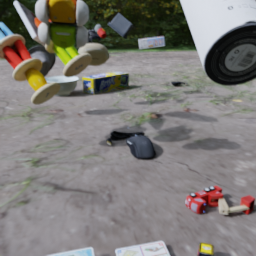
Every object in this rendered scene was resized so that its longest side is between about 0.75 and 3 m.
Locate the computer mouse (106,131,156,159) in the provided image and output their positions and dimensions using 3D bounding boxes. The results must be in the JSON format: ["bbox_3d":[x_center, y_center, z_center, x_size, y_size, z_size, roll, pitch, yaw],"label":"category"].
[{"bbox_3d":[0.030,0.345,7.469,1.195,0.392,1.702,-2,19,-8],"label":"computer mouse"}]

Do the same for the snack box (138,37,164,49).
[{"bbox_3d":[0.946,-3.434,11.317,1.030,0.370,0.125,-7,20,0],"label":"snack box"}]

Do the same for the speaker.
[{"bbox_3d":[1.429,-1.886,4.460,1.021,1.021,2.514,-1,51,-4],"label":"speaker"}]

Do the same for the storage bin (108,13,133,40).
[{"bbox_3d":[-0.257,-4.314,11.850,0.961,0.645,0.699,42,17,2],"label":"storage bin"}]

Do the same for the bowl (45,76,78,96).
[{"bbox_3d":[-3.258,-1.998,13.576,1.738,0.781,1.738,0,19,0],"label":"bowl"}]

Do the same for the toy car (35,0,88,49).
[{"bbox_3d":[-1.233,-2.086,5.377,0.934,1.067,0.800,2,49,-8],"label":"toy car"}]

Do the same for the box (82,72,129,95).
[{"bbox_3d":[-1.121,-2.368,14.582,0.897,0.823,2.559,16,26,40],"label":"box"}]

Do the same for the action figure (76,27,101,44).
[{"bbox_3d":[-1.514,-3.757,11.617,1.437,0.733,0.854,17,64,33],"label":"action figure"}]

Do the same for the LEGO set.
[{"bbox_3d":[0.136,1.813,3.103,2.290,0.562,1.711,-4,23,-13],"label":"LEGO set"}]

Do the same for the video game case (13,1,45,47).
[{"bbox_3d":[-2.371,-2.610,7.447,0.147,1.276,1.163,-36,-18,12],"label":"video game case"}]

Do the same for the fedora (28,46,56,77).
[{"bbox_3d":[-2.969,-2.071,9.337,1.076,1.217,0.549,35,25,-50],"label":"fedora"}]

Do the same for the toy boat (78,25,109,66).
[{"bbox_3d":[-1.217,-3.070,10.569,1.280,1.523,0.708,2,41,-33],"label":"toy boat"}]

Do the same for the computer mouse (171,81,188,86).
[{"bbox_3d":[2.897,-2.443,15.742,0.740,0.243,1.054,16,18,31],"label":"computer mouse"}]

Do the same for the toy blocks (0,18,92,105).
[{"bbox_3d":[-2.220,-1.981,6.749,1.862,2.234,0.811,-39,-5,10],"label":"toy blocks"}]

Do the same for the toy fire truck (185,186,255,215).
[{"bbox_3d":[1.605,1.318,4.898,1.019,0.248,0.719,-10,22,-27],"label":"toy fire truck"}]
